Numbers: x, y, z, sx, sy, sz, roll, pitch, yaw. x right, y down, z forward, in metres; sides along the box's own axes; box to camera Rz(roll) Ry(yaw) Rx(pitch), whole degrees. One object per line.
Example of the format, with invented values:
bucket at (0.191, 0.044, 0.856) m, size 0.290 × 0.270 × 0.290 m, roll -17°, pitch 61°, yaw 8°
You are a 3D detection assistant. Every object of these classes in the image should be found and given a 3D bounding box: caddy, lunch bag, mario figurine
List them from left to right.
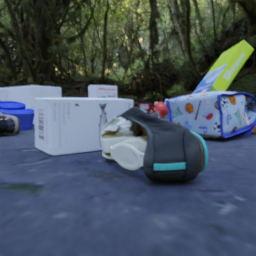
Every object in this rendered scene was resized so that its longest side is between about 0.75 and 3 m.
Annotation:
caddy at (-4.315, -0.350, 10.328) m, size 1.253 × 0.931 × 1.773 m, roll 28°, pitch 17°, yaw 26°
mario figurine at (1.851, -1.330, 18.270) m, size 1.240 × 1.445 × 2.340 m, roll 25°, pitch -4°, yaw -9°
lunch bag at (2.602, -0.403, 8.358) m, size 2.256 × 1.397 × 1.918 m, roll -13°, pitch 11°, yaw -40°

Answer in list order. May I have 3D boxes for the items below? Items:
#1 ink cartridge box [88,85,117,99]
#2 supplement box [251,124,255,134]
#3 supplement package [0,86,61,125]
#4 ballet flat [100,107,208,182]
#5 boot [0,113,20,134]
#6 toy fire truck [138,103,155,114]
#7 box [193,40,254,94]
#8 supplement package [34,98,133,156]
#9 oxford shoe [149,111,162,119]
ink cartridge box at (-1.320, -1.283, 14.799) m, size 1.380 × 1.906 × 0.800 m, roll -5°, pitch 6°, yaw -42°
supplement box at (3.987, -0.376, 10.163) m, size 0.991 × 1.025 × 2.980 m, roll -2°, pitch 7°, yaw -26°
supplement package at (-4.861, -1.125, 13.818) m, size 2.908 × 1.763 × 1.742 m, roll 4°, pitch 7°, yaw 37°
ballet flat at (0.101, 0.177, 4.527) m, size 0.977 × 0.971 × 2.856 m, roll -10°, pitch 8°, yaw -17°
boot at (-4.579, -0.102, 8.597) m, size 2.080 × 0.761 × 1.566 m, roll 10°, pitch 9°, yaw 29°
toy fire truck at (1.003, -0.814, 14.829) m, size 1.158 × 0.972 × 0.649 m, roll -4°, pitch 7°, yaw -38°
box at (3.110, -1.780, 9.508) m, size 0.544 × 2.282 × 1.391 m, roll 39°, pitch -13°, yaw -7°
supplement package at (-0.978, -0.103, 6.277) m, size 1.942 × 1.135 × 1.139 m, roll -4°, pitch 7°, yaw -34°
oxford shoe at (-0.218, -0.109, 7.682) m, size 2.417 × 0.881 × 0.862 m, roll 2°, pitch 6°, yaw 17°
